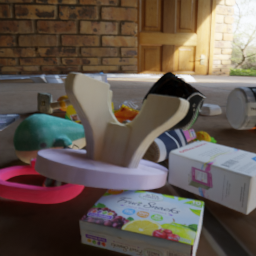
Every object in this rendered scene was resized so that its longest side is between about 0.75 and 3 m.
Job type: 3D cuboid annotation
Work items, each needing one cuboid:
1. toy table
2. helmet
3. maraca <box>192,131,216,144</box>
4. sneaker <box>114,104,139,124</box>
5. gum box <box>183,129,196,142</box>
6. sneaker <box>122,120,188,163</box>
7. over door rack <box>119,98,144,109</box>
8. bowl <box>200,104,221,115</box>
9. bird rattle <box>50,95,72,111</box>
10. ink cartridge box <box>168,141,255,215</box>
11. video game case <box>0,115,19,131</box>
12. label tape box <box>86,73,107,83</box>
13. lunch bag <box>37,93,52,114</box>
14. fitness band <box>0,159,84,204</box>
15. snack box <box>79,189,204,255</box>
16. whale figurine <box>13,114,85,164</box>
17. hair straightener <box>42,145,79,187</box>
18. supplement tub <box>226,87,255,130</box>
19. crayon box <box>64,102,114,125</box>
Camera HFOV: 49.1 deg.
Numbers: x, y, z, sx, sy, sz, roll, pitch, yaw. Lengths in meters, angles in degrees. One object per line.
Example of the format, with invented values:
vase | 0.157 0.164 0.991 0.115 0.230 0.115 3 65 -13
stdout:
toy table | -0.195 0.109 5.244 2.581 1.644 2.808 14 1 33
helmet | 1.450 -0.675 9.433 1.999 1.906 1.999 31 17 -11
maraca | 2.292 0.331 8.493 0.780 0.417 0.534 7 28 -17
sneaker | 0.067 -0.472 10.849 2.216 0.855 0.809 1 13 -1
gum box | 1.516 0.319 8.089 0.453 0.264 0.799 -9 -16 -28
sneaker | 0.721 0.281 7.807 1.205 0.778 2.221 -10 22 -25
over door rack | 0.476 -1.302 14.480 1.700 0.566 1.256 -19 9 14
bowl | 3.860 -0.907 13.565 1.055 0.394 1.053 -11 17 -34
bird rattle | -2.826 -1.305 13.403 1.905 1.316 2.336 -17 20 -41
ink cartridge box | 1.837 0.869 5.580 1.246 0.730 1.724 -12 20 -41
video game case | -5.501 -0.223 11.149 1.626 0.216 2.276 -1 15 -3
label tape box | -1.429 -1.457 12.502 0.790 1.799 2.495 7 19 26
lunch bag | -4.038 -1.217 13.682 0.656 0.916 1.116 -3 12 -32
fitness band | -1.784 1.031 5.661 1.864 0.349 1.339 4 14 10
snack box | 0.245 1.383 4.149 1.575 0.417 1.120 5 15 20
whale figurine | -1.812 0.138 7.297 2.240 1.162 1.782 -13 13 -22
hair straightener | -1.315 0.803 5.944 0.533 0.284 1.386 0 32 10
supplement tub | 5.128 -0.737 10.370 2.558 1.567 1.567 -2 14 -6
crayon box | -1.344 -0.328 9.896 1.701 0.496 1.468 -4 34 -3
